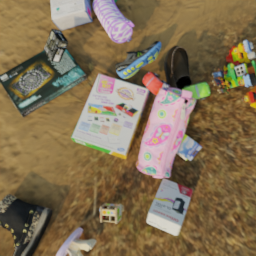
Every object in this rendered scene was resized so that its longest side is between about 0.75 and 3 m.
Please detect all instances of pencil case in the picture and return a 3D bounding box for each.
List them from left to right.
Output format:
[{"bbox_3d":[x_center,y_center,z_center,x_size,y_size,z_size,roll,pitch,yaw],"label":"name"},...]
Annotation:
[{"bbox_3d":[-0.606,-4.201,10.633,0.966,0.948,2.260,-44,55,22],"label":"pencil case"},{"bbox_3d":[1.162,0.129,8.718,1.237,1.237,2.830,19,101,6],"label":"pencil case"}]

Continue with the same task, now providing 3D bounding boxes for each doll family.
[{"bbox_3d":[3.356,-1.642,9.918,0.977,0.565,0.384,46,68,-24],"label":"doll family"}]

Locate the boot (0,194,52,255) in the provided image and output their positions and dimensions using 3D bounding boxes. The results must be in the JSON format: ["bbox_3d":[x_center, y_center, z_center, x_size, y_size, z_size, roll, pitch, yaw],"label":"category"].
[{"bbox_3d":[-3.461,3.158,8.478,1.582,0.769,2.100,23,69,7],"label":"boot"}]

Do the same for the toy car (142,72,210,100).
[{"bbox_3d":[1.627,-1.023,9.283,2.102,0.498,2.233,-16,90,22],"label":"toy car"}]

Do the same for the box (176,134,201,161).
[{"bbox_3d":[1.847,0.581,9.576,1.131,0.270,0.690,38,75,18],"label":"box"}]

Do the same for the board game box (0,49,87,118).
[{"bbox_3d":[-3.176,-1.844,10.397,2.738,0.386,1.852,-34,74,-11],"label":"board game box"}]

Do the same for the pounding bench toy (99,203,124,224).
[{"bbox_3d":[-0.509,2.576,8.622,0.592,0.758,0.471,-1,91,17],"label":"pounding bench toy"}]

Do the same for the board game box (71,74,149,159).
[{"bbox_3d":[-0.569,-0.445,9.832,1.986,0.523,2.595,19,72,6],"label":"board game box"}]

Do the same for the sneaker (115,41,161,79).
[{"bbox_3d":[0.374,-2.600,10.171,1.976,0.700,0.819,-36,69,-5],"label":"sneaker"}]

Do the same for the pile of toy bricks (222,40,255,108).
[{"bbox_3d":[3.985,-1.813,10.094,1.271,1.429,2.575,-17,80,35],"label":"pile of toy bricks"}]

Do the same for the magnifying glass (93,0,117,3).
[{"bbox_3d":[-1.595,-5.715,11.761,2.424,0.271,0.965,12,77,7],"label":"magnifying glass"}]

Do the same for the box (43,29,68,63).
[{"bbox_3d":[-2.553,-2.883,9.874,0.382,0.887,0.726,-4,49,-44],"label":"box"}]

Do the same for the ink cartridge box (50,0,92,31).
[{"bbox_3d":[-2.297,-5.120,11.136,1.424,0.797,2.088,-12,75,10],"label":"ink cartridge box"}]

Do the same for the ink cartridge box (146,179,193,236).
[{"bbox_3d":[1.271,2.368,8.488,1.006,0.571,1.380,19,44,14],"label":"ink cartridge box"}]

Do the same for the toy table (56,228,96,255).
[{"bbox_3d":[-1.502,3.568,8.242,0.679,1.066,1.159,29,46,13],"label":"toy table"}]

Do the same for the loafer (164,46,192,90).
[{"bbox_3d":[1.902,-1.765,9.955,0.951,0.930,2.606,10,75,-30],"label":"loafer"}]
